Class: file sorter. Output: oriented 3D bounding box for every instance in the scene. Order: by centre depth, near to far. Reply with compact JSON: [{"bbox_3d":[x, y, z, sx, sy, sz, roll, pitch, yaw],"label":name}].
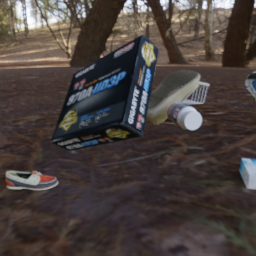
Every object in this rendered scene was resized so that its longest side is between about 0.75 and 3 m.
[{"bbox_3d":[2.424,-1.393,11.068,0.915,0.821,1.318,12,2,-10],"label":"file sorter"}]

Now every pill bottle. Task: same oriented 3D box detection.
[{"bbox_3d":[1.551,-0.324,7.776,0.624,0.624,1.076,-5,17,-14],"label":"pill bottle"}]

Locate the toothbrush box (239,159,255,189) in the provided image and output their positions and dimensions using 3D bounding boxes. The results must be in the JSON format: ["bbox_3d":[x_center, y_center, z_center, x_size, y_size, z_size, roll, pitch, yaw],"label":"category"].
[{"bbox_3d":[4.251,1.505,9.165,0.911,0.531,1.245,3,19,11],"label":"toothbrush box"}]

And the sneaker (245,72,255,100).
[{"bbox_3d":[5.250,-1.119,10.654,0.885,2.361,1.023,-17,14,35],"label":"sneaker"}]

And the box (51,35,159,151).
[{"bbox_3d":[-0.614,-0.693,6.694,0.635,2.195,2.762,30,-29,-35],"label":"box"}]

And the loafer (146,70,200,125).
[{"bbox_3d":[1.378,-1.011,9.052,2.516,0.859,0.952,-37,46,-23],"label":"loafer"}]

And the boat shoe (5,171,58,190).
[{"bbox_3d":[-3.050,1.621,8.856,1.610,0.504,0.573,1,16,-2],"label":"boat shoe"}]
